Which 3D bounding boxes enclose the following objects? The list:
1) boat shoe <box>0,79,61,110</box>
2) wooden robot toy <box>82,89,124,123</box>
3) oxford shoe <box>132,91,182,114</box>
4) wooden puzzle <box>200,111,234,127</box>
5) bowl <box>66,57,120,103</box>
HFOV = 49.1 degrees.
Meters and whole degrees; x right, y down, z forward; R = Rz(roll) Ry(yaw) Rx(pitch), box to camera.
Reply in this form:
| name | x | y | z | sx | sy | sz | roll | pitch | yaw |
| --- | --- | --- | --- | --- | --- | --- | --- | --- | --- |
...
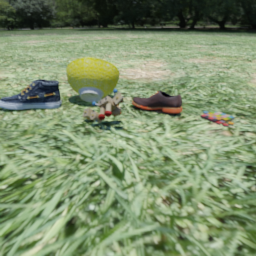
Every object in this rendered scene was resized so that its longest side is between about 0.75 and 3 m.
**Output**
| name | x | y | z | sx | sy | sz | roll | pitch | yaw |
| --- | --- | --- | --- | --- | --- | --- | --- | --- | --- |
| boat shoe | -4.403 | -1.539 | 12.526 | 2.741 | 1.244 | 0.970 | -2 | 20 | -10 |
| wooden robot toy | -0.724 | -0.606 | 10.785 | 2.180 | 0.989 | 0.961 | -25 | 50 | 35 |
| oxford shoe | 1.253 | -1.229 | 12.295 | 2.376 | 0.862 | 0.846 | 9 | 21 | 27 |
| wooden puzzle | 3.670 | -0.430 | 11.489 | 0.969 | 0.115 | 1.635 | -16 | 28 | -32 |
| bowl | -1.704 | -2.023 | 13.216 | 2.554 | 1.374 | 2.554 | 2 | -20 | 1 |
